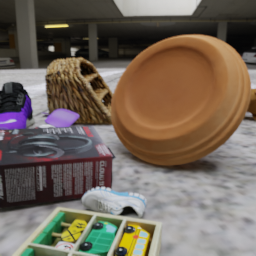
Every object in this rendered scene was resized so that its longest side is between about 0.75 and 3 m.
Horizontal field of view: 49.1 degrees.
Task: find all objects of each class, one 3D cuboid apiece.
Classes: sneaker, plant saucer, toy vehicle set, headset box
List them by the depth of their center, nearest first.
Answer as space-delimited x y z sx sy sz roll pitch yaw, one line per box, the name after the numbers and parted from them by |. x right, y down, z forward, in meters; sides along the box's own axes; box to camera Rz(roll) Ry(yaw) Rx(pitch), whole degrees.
-0.496 1.403 2.356 1.310 0.280 2.109 3 15 13 | toy vehicle set
-0.211 1.037 3.719 0.901 0.338 0.390 2 20 9 | sneaker
-1.154 0.526 4.565 1.869 0.722 1.391 -3 21 -18 | headset box
0.876 -0.744 5.753 3.000 3.000 0.562 10 -18 33 | plant saucer
-3.242 -0.547 7.659 0.973 1.392 2.798 -2 14 -10 | sneaker

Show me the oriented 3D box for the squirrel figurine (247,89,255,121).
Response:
3.550 -0.990 9.574 2.344 1.659 2.188 -11 30 -34 | squirrel figurine

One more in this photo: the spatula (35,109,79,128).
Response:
-2.187 0.026 7.249 0.749 0.272 2.649 21 24 11 | spatula

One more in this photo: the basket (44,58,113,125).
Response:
-1.407 -1.385 9.661 2.110 2.021 2.832 0 15 4 | basket

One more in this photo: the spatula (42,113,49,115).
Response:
-2.861 -0.634 10.474 0.422 0.154 1.494 3 15 -2 | spatula
